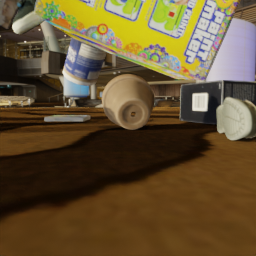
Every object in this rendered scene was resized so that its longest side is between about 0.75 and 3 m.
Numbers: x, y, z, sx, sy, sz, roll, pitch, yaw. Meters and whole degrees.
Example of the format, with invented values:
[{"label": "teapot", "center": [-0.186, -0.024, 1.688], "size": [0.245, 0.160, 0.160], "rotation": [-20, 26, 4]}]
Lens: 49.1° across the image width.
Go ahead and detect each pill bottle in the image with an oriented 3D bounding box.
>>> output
[{"label": "pill bottle", "center": [-1.529, -3.001, 10.688], "size": [1.389, 2.503, 1.389], "rotation": [18, 30, -11]}]

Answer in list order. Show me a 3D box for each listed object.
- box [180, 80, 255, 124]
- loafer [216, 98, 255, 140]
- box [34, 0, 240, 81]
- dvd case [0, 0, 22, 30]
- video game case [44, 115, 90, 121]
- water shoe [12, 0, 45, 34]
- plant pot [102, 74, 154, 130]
[{"label": "box", "center": [3.631, -0.947, 10.443], "size": [2.458, 1.527, 2.478], "rotation": [-1, 5, -23]}, {"label": "loafer", "center": [2.432, -0.228, 5.965], "size": [0.798, 0.862, 2.293], "rotation": [-4, 4, 9]}, {"label": "box", "center": [0.214, -2.118, 5.118], "size": [2.649, 1.678, 2.750], "rotation": [21, 10, -2]}, {"label": "dvd case", "center": [-3.601, -3.775, 7.953], "size": [0.140, 1.594, 1.137], "rotation": [31, 6, 39]}, {"label": "video game case", "center": [-2.506, -0.421, 11.893], "size": [1.555, 0.188, 1.708], "rotation": [0, 5, 2]}, {"label": "water shoe", "center": [-1.638, -2.666, 5.095], "size": [0.791, 2.212, 0.873], "rotation": [-3, -36, 43]}, {"label": "plant pot", "center": [0.044, -0.612, 8.024], "size": [1.591, 1.591, 1.388], "rotation": [0, 24, -6]}]
